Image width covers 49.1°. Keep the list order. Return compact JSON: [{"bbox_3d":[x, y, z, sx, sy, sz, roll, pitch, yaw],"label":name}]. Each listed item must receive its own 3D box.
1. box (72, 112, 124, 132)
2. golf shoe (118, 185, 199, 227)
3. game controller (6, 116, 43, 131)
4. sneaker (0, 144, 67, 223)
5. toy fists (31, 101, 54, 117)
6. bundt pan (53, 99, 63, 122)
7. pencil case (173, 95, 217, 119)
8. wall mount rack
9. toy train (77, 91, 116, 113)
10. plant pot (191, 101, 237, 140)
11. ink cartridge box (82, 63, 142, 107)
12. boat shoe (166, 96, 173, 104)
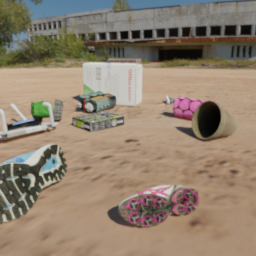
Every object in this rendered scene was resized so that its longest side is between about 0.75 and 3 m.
[{"bbox_3d":[-1.121,-0.259,10.538,1.561,0.346,1.251,-14,21,-40],"label":"box"},{"bbox_3d":[0.451,1.281,4.719,1.466,0.532,0.675,-1,0,-29],"label":"golf shoe"},{"bbox_3d":[-3.481,-0.149,9.322,1.244,0.262,0.649,-16,6,-22],"label":"game controller"},{"bbox_3d":[-2.180,1.057,5.258,1.082,0.943,2.406,-15,5,24],"label":"sneaker"},{"bbox_3d":[-3.740,-0.862,12.268,0.876,0.591,1.719,3,11,-24],"label":"toy fists"},{"bbox_3d":[-2.774,-0.681,11.109,0.345,0.920,0.920,5,14,-15],"label":"bundt pan"},{"bbox_3d":[2.743,-0.772,11.276,1.912,0.896,0.868,15,-10,36],"label":"pencil case"},{"bbox_3d":[-3.924,-0.275,9.315,2.492,1.069,2.868,-3,9,40],"label":"wall mount rack"},{"bbox_3d":[-1.460,-1.212,13.223,1.138,0.851,1.997,20,25,29],"label":"toy train"},{"bbox_3d":[2.856,-0.170,8.946,1.081,1.246,1.246,9,9,-29],"label":"plant pot"},{"bbox_3d":[-0.787,-2.316,14.717,2.918,2.120,1.277,5,16,18],"label":"ink cartridge box"},{"bbox_3d":[2.241,-1.502,15.119,0.337,0.357,0.995,0,18,1],"label":"boat shoe"}]
